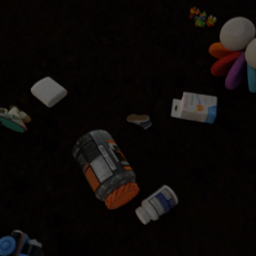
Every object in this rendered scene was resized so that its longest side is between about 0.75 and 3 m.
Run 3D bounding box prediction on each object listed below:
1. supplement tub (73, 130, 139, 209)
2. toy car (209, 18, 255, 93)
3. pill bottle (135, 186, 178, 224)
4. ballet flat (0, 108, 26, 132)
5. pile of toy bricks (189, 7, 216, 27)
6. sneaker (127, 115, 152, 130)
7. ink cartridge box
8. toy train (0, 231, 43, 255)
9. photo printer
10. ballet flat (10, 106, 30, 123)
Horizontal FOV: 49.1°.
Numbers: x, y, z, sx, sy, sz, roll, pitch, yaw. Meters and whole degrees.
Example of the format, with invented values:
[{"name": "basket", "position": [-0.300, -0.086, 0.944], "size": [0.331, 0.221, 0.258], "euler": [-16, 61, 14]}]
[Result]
[{"name": "supplement tub", "position": [-0.678, 1.280, 8.688], "size": [1.363, 1.363, 2.225], "euler": [-26, 62, -16]}, {"name": "toy car", "position": [4.419, -2.555, 10.848], "size": [2.199, 2.566, 2.932], "euler": [-48, 64, 12]}, {"name": "pill bottle", "position": [0.839, 2.332, 8.414], "size": [1.202, 0.667, 0.667], "euler": [-31, 62, -19]}, {"name": "ballet flat", "position": [-4.519, -0.387, 10.214], "size": [1.981, 0.685, 0.705], "euler": [11, 55, 12]}, {"name": "pile of toy bricks", "position": [3.436, -5.130, 13.366], "size": [1.296, 0.719, 0.640], "euler": [26, 88, -2]}, {"name": "sneaker", "position": [0.423, -0.209, 10.305], "size": [0.960, 0.521, 0.337], "euler": [3, 53, 39]}, {"name": "ink cartridge box", "position": [2.465, -0.782, 10.516], "size": [1.567, 0.532, 0.902], "euler": [9, 58, 6]}, {"name": "toy train", "position": [-3.035, 3.829, 7.369], "size": [1.187, 0.901, 2.078], "euler": [14, 56, -1]}, {"name": "photo printer", "position": [-3.158, -1.446, 11.016], "size": [1.175, 0.408, 0.977], "euler": [37, 65, 21]}, {"name": "ballet flat", "position": [-4.072, -0.520, 10.480], "size": [0.981, 0.309, 0.337], "euler": [30, 62, 18]}]
